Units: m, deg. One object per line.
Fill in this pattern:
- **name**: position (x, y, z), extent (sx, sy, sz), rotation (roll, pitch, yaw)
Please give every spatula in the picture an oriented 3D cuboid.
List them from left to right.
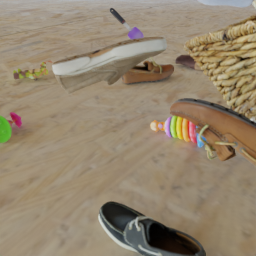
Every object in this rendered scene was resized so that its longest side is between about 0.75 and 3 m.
- **spatula**: position (-0.062, -3.193, 8.683), extent (0.394, 1.393, 0.143), rotation (-44, 37, 12)

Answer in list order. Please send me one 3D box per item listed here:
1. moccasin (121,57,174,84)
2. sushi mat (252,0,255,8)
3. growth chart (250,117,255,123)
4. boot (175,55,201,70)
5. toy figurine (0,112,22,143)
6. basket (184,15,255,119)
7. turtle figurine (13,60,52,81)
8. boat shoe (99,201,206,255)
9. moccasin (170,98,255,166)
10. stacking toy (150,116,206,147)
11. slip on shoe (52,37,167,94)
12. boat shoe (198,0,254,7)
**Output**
- **moccasin**: position (0.733, -2.147, 10.300), extent (2.042, 0.788, 0.747), rotation (-7, 32, -11)
- **sushi mat**: position (3.687, -3.515, 7.382), extent (0.112, 0.882, 1.843), rotation (-15, 70, -30)
- **growth chart**: position (4.257, 0.026, 7.315), extent (2.092, 0.186, 1.514), rotation (1, 30, 1)
- **boot**: position (2.943, -2.984, 11.848), extent (1.424, 0.619, 1.712), rotation (20, 40, 26)
- **toy figurine**: position (-3.182, -0.065, 7.218), extent (0.955, 0.717, 0.879), rotation (-18, 12, 17)
- **basket**: position (2.705, -1.677, 4.936), extent (2.659, 1.898, 1.981), rotation (-25, 74, -23)
- **turtle figurine**: position (-3.493, -2.072, 10.454), extent (1.299, 0.519, 1.610), rotation (-4, 35, 7)
- **boat shoe**: position (0.300, 1.584, 4.297), extent (1.897, 0.642, 0.681), rotation (23, 39, 35)
- **moccasin**: position (1.364, 0.189, 3.674), extent (1.920, 0.741, 0.702), rotation (31, 11, 20)
- **stacking toy**: position (1.224, -0.040, 6.999), extent (1.453, 0.843, 0.797), rotation (3, 26, 26)
- **slip on shoe**: position (-0.315, -1.098, 4.967), extent (2.085, 0.632, 0.793), rotation (-12, 22, 12)
- **boat shoe**: position (1.992, -2.836, 5.847), extent (1.352, 0.497, 0.442), rotation (28, 55, 23)
